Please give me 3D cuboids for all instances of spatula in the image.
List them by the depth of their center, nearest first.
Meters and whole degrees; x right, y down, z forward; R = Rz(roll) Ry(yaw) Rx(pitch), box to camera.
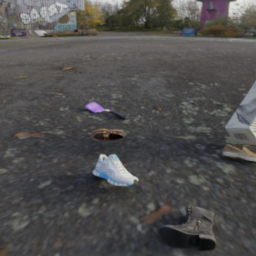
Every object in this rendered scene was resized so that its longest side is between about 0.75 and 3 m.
[{"bbox_3d":[-0.966,-0.740,12.738,2.355,0.242,0.666,19,31,36],"label":"spatula"}]

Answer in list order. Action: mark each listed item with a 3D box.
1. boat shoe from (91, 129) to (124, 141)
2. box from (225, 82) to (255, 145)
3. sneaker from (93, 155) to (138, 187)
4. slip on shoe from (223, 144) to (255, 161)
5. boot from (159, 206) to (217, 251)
[{"bbox_3d":[-0.685,0.262,9.394,1.081,0.380,0.380,-6,27,-10],"label":"boat shoe"},{"bbox_3d":[4.507,-0.610,9.711,2.514,0.859,1.033,-51,24,-21],"label":"box"},{"bbox_3d":[-0.355,1.093,7.486,1.603,0.695,0.601,13,2,44],"label":"sneaker"},{"bbox_3d":[3.647,0.793,8.840,1.208,0.366,0.459,11,2,25],"label":"slip on shoe"},{"bbox_3d":[1.311,2.074,6.042,1.255,0.434,1.092,12,23,7],"label":"boot"}]
